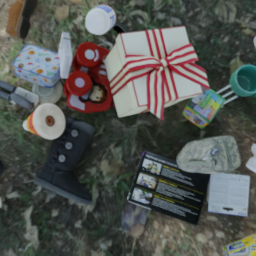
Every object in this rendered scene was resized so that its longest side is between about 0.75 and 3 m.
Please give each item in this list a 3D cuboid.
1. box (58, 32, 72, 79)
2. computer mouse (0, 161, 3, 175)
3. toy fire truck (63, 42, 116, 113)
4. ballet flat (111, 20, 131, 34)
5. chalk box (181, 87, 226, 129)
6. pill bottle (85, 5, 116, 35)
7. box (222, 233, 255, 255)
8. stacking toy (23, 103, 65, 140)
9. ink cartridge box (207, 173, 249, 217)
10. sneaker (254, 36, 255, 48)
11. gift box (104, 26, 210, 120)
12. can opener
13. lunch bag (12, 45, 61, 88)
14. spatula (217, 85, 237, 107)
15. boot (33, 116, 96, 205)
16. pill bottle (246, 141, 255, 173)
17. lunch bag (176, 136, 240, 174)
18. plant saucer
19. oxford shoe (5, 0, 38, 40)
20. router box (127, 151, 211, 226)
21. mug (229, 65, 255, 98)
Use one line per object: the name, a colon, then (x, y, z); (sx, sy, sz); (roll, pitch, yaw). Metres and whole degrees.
box: (-2.369, -2.719, 10.497); (0.281, 1.065, 1.366); (3, 53, -22)
computer mouse: (-5.706, 0.994, 10.994); (0.654, 0.380, 2.231); (-40, 83, -5)
toy fire truck: (-1.178, -1.863, 10.990); (2.324, 1.552, 2.768); (19, 81, -16)
ballet flat: (-0.220, -3.920, 11.605); (1.659, 0.551, 0.471); (40, 75, 3)
chalk box: (2.851, -0.819, 10.565); (1.075, 1.736, 1.080); (37, 83, 8)
pill bottle: (-0.913, -3.477, 9.074); (0.798, 1.424, 0.798); (5, 120, 8)
box: (4.896, 4.398, 10.220); (2.607, 0.838, 0.913); (-21, 82, -4)
stacking toy: (-3.407, -0.144, 10.688); (1.821, 1.330, 1.330); (-10, 78, 41)
ink cartridge box: (3.827, 2.529, 10.778); (1.509, 0.333, 1.537); (7, 83, 1)
sneaker: (5.867, -3.348, 11.540); (1.467, 0.647, 0.597); (44, 84, 6)
gift box: (0.956, -1.731, 9.891); (2.734, 2.766, 2.963); (-19, 88, -19)
can opener: (-4.824, -1.474, 11.182); (2.708, 0.900, 0.713); (24, 82, 8)
lunch bag: (-3.450, -2.496, 11.236); (1.954, 0.738, 1.565); (21, 57, 2)
spatula: (3.786, -1.243, 11.263); (1.027, 0.083, 0.714); (-31, 93, 16)
boot: (-1.951, 1.203, 10.748); (2.373, 0.945, 2.880); (23, 77, 2)
pill bottle: (5.567, 0.618, 10.454); (1.433, 1.433, 2.573); (33, 89, 5)
lunch bag: (2.710, 1.015, 9.611); (1.473, 1.757, 1.224); (-17, 93, -31)
plant saucer: (-3.342, -1.571, 11.434); (1.251, 0.314, 1.251); (0, 80, 0)
oxford shoe: (-4.487, -5.087, 11.708); (0.942, 0.943, 2.643); (15, 82, 8)
router box: (1.533, 2.256, 10.569); (2.683, 0.685, 2.001); (20, 76, 3)
mug: (4.679, -1.714, 11.166); (1.131, 0.851, 1.377); (-10, 82, -5)
